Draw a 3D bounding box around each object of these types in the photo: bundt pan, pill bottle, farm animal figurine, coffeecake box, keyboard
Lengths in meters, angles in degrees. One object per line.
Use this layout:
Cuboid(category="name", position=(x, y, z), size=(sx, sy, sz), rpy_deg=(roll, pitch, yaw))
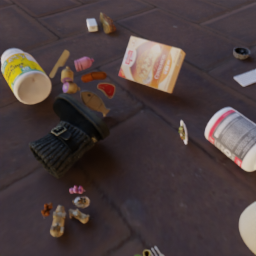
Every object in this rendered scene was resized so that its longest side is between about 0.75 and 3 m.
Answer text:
Cuboid(category="bundt pan", position=(5.596, -3.670, 13.866), size=(0.807, 0.303, 0.807), rpy_deg=(-1, 45, 1))
Cuboid(category="pill bottle", position=(-4.332, -2.235, 11.583), size=(1.450, 1.450, 2.571), rpy_deg=(-24, 50, -23))
Cuboid(category="farm animal figurine", position=(-1.645, 2.297, 7.666), size=(1.278, 0.643, 1.032), rpy_deg=(-23, 68, -26))
Cuboid(category="coffeecake box", position=(0.966, -2.636, 11.716), size=(2.260, 1.735, 0.826), rpy_deg=(22, 10, 22))
Cuboid(category="pill bottle", position=(3.743, 0.518, 8.875), size=(1.335, 1.335, 2.412), rpy_deg=(-25, 50, -23))
Cuboid(category="keyboard", position=(5.885, -2.398, 12.705), size=(2.354, 0.126, 0.663), rpy_deg=(-21, 48, -19))

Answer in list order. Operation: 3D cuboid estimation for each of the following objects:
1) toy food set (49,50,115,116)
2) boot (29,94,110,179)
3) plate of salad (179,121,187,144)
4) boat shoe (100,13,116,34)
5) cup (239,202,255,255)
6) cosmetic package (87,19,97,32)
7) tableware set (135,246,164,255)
Cuboid(category="toy food set", position=(-1.532, -1.743, 10.445), size=(2.580, 0.406, 1.640), rpy_deg=(31, 88, -9))
Cuboid(category="boot", position=(-2.325, 0.127, 9.427), size=(2.296, 1.156, 3.072), rpy_deg=(-40, 43, -18))
Cuboid(category="plate of salad", position=(1.867, 0.158, 9.624), size=(0.200, 0.831, 0.831), rpy_deg=(-9, 45, 3))
Cuboid(category="boat shoe", position=(-1.196, -6.000, 16.041), size=(0.595, 0.635, 1.763), rpy_deg=(-10, 51, -19))
Cuboid(category="cup", position=(3.819, 2.397, 7.097), size=(1.655, 1.184, 1.655), rpy_deg=(0, 44, 0))
Cuboid(category="cosmetic package", position=(-2.079, -5.925, 16.126), size=(0.480, 0.350, 0.944), rpy_deg=(-8, 43, -9))
Cuboid(category="tableware set", position=(0.675, 3.495, 6.688), size=(0.852, 0.194, 1.265), rpy_deg=(-22, 49, -21))
